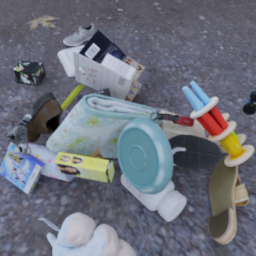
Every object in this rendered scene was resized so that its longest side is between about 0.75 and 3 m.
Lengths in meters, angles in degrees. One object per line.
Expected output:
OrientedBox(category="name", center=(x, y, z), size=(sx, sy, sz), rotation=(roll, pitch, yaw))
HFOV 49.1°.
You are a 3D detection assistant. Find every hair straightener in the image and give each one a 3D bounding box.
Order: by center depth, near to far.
OrientedBox(category="hair straightener", center=(1.284, -0.260, 8.729), size=(1.710, 0.350, 0.658), rotation=(1, 11, -37))

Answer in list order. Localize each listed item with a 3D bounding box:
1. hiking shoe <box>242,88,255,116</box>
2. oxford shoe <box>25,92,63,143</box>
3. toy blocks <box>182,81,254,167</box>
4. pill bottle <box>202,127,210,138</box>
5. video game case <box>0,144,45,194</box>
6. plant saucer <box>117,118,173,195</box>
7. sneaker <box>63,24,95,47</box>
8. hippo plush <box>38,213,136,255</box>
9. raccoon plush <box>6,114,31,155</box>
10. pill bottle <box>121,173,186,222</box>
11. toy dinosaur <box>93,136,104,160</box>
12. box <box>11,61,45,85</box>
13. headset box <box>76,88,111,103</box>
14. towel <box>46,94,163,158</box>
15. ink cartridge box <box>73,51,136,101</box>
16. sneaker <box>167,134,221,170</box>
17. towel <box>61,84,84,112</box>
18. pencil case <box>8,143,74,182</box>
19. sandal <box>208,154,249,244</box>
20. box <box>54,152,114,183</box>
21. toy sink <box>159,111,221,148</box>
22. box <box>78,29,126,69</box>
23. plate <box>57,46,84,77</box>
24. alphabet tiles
OrientedBox(category="hiking shoe", center=(3.960, -0.834, 8.732), size=(0.433, 1.164, 0.505), rotation=(37, 65, 21))
OrientedBox(category="oxford shoe", center=(-2.818, -0.061, 9.202), size=(0.979, 2.320, 0.843), rotation=(49, 43, 5))
OrientedBox(category="toy blocks", center=(2.735, -0.339, 9.126), size=(1.005, 2.769, 2.308), rotation=(-36, 5, 18))
OrientedBox(category="pill bottle", center=(2.967, 0.222, 10.756), size=(1.233, 0.692, 0.692), rotation=(-18, 48, -17))
OrientedBox(category="video game case", center=(-3.483, 1.328, 9.119), size=(1.276, 1.156, 0.290), rotation=(33, 18, 7))
OrientedBox(category="plant saucer", center=(0.324, 0.780, 7.468), size=(0.287, 2.091, 2.091), rotation=(-10, 42, -39))
OrientedBox(category="sneaker", center=(-2.826, -5.402, 16.166), size=(2.166, 0.888, 0.809), rotation=(-34, 55, -29))
OrientedBox(category="hippo plush", center=(-1.394, 3.454, 6.480), size=(2.819, 2.245, 2.266), rotation=(14, 46, 13))
OrientedBox(category="raccoon plush", center=(-3.080, 0.252, 8.483), size=(1.180, 0.791, 0.571), rotation=(-53, 26, -19))
OrientedBox(category="pill bottle", center=(0.790, 1.914, 8.737), size=(1.118, 1.118, 1.956), rotation=(-32, 52, -28))
OrientedBox(category="toy dinosaur", center=(-0.942, 0.799, 8.568), size=(0.329, 1.090, 0.579), rotation=(-24, 66, -31))
OrientedBox(category="box", center=(-4.784, -2.666, 13.552), size=(1.226, 0.762, 0.910), rotation=(7, 46, 7))
OrientedBox(category="headset box", center=(-1.283, -1.021, 10.608), size=(1.236, 0.624, 1.663), rotation=(-14, 3, -7))
OrientedBox(category="towel", center=(-0.688, 0.134, 8.838), size=(2.977, 2.548, 0.717), rotation=(10, 49, -37))
OrientedBox(category="ink cartridge box", center=(-0.965, -2.031, 10.820), size=(2.229, 2.530, 0.566), rotation=(27, 74, -1))
OrientedBox(category="sneaker", center=(1.342, 0.689, 8.238), size=(2.537, 1.460, 0.957), rotation=(1, 86, 9))
OrientedBox(category="towel", center=(-2.353, -0.933, 10.495), size=(0.781, 0.164, 1.816), rotation=(-2, 48, 57))
OrientedBox(category="pencil case", center=(-2.921, 1.107, 9.670), size=(2.433, 1.011, 1.104), rotation=(12, 5, 13))
OrientedBox(category="sandal", center=(3.220, 2.282, 8.702), size=(1.021, 1.138, 3.103), rotation=(37, 43, -12))
OrientedBox(category="box", center=(-1.285, 1.168, 8.271), size=(1.684, 0.634, 0.422), rotation=(7, 51, 12))
OrientedBox(category="toy sink", center=(1.901, 0.428, 9.790), size=(2.097, 1.367, 1.175), rotation=(14, 38, -11))
OrientedBox(category="box", center=(-1.111, -2.911, 11.570), size=(0.969, 1.560, 1.573), rotation=(45, 99, 17))
OrientedBox(category="plate", center=(-2.321, -3.754, 14.895), size=(2.458, 0.398, 2.463), rotation=(-18, 48, -16))
OrientedBox(category="alphabet tiles", center=(-0.233, -2.016, 12.362), size=(1.769, 0.080, 2.116), rotation=(37, 97, 26))
